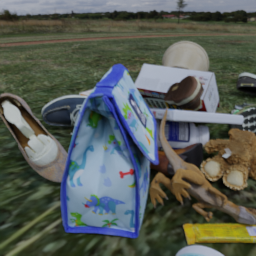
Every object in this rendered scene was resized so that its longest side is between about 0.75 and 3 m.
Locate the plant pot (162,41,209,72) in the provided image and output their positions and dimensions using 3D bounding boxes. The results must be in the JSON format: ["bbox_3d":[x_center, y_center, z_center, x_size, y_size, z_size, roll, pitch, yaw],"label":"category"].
[{"bbox_3d":[2.492,-2.605,13.145,2.309,2.309,2.114,8,36,18],"label":"plant pot"}]

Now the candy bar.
[{"bbox_3d":[1.900,1.884,4.953,1.791,0.199,0.447,1,26,1],"label":"candy bar"}]

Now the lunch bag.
[{"bbox_3d":[-0.299,0.290,5.464,1.726,2.709,2.303,1,23,4],"label":"lunch bag"}]

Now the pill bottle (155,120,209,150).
[{"bbox_3d":[1.461,0.230,7.884,1.457,0.872,0.872,4,24,2],"label":"pill bottle"}]

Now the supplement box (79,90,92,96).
[{"bbox_3d":[-0.575,-1.084,10.957,1.437,0.838,2.280,19,30,37],"label":"supplement box"}]

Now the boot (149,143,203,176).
[{"bbox_3d":[0.930,0.748,7.429,1.811,0.620,1.705,5,24,38],"label":"boot"}]

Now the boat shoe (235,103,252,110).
[{"bbox_3d":[4.698,-0.878,11.194,0.796,0.282,0.287,3,24,10],"label":"boat shoe"}]

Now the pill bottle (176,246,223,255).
[{"bbox_3d":[0.717,2.247,3.211,0.912,0.912,1.646,11,25,24],"label":"pill bottle"}]

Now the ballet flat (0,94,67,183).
[{"bbox_3d":[-2.173,0.209,6.222,0.836,0.826,2.455,-41,82,-13],"label":"ballet flat"}]

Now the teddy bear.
[{"bbox_3d":[2.612,0.809,6.971,1.534,0.706,2.115,5,31,19],"label":"teddy bear"}]

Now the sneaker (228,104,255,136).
[{"bbox_3d":[3.881,-0.292,9.320,2.588,0.995,1.147,-13,14,-40],"label":"sneaker"}]

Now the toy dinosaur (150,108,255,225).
[{"bbox_3d":[1.092,0.918,5.522,1.579,0.898,2.973,-11,52,-48],"label":"toy dinosaur"}]

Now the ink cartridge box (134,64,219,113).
[{"bbox_3d":[1.842,-1.099,10.164,2.577,2.262,1.080,15,72,30],"label":"ink cartridge box"}]

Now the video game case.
[{"bbox_3d":[1.497,-0.354,7.993,2.553,0.293,2.326,2,5,-32],"label":"video game case"}]

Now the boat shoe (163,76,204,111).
[{"bbox_3d":[1.691,-0.872,7.681,0.848,0.846,2.291,30,4,-8],"label":"boat shoe"}]

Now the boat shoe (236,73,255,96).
[{"bbox_3d":[6.104,-1.674,12.459,2.516,0.897,0.757,19,72,13],"label":"boat shoe"}]

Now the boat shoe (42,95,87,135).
[{"bbox_3d":[-1.395,-0.406,9.029,2.832,1.060,0.876,-3,44,-4],"label":"boat shoe"}]
